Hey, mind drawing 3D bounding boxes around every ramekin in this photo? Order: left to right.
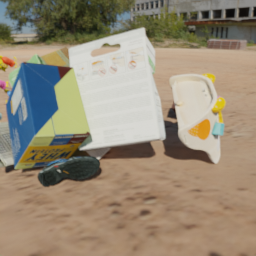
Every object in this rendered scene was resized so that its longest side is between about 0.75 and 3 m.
[{"bbox_3d":[-3.027,-1.196,9.774,1.188,2.433,2.433,-31,25,-4],"label":"ramekin"}]

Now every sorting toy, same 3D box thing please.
[{"bbox_3d":[2.222,-0.160,8.182,1.319,2.222,2.469,-17,39,16],"label":"sorting toy"}]

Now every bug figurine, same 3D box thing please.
[{"bbox_3d":[-4.057,-1.696,9.182,0.464,1.802,1.397,-16,-8,14],"label":"bug figurine"}]

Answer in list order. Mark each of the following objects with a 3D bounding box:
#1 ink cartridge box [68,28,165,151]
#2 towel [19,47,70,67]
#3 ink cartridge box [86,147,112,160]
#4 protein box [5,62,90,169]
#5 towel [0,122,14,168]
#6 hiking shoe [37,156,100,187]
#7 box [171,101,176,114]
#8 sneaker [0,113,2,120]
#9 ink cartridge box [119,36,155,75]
[{"bbox_3d":[-0.358,-0.928,7.459,2.275,2.842,0.672,-9,-6,20],"label":"ink cartridge box"},{"bbox_3d":[-3.206,-2.515,12.264,2.417,0.262,1.773,-34,80,-32],"label":"towel"},{"bbox_3d":[-0.605,0.211,8.569,0.594,1.409,1.029,44,21,-9],"label":"ink cartridge box"},{"bbox_3d":[-2.207,-0.248,7.340,1.362,2.005,2.019,-2,-26,-35],"label":"protein box"},{"bbox_3d":[-3.391,0.399,7.787,0.251,1.401,1.455,-35,-8,22],"label":"towel"},{"bbox_3d":[-1.509,0.969,7.212,1.655,0.616,0.718,-13,23,8],"label":"hiking shoe"},{"bbox_3d":[2.688,-0.948,11.613,1.302,1.080,1.069,18,-12,34],"label":"box"},{"bbox_3d":[-4.774,-0.416,9.429,0.717,0.644,1.661,-19,29,-40],"label":"sneaker"},{"bbox_3d":[0.142,-2.624,11.225,1.738,1.001,2.381,-27,27,22],"label":"ink cartridge box"}]
